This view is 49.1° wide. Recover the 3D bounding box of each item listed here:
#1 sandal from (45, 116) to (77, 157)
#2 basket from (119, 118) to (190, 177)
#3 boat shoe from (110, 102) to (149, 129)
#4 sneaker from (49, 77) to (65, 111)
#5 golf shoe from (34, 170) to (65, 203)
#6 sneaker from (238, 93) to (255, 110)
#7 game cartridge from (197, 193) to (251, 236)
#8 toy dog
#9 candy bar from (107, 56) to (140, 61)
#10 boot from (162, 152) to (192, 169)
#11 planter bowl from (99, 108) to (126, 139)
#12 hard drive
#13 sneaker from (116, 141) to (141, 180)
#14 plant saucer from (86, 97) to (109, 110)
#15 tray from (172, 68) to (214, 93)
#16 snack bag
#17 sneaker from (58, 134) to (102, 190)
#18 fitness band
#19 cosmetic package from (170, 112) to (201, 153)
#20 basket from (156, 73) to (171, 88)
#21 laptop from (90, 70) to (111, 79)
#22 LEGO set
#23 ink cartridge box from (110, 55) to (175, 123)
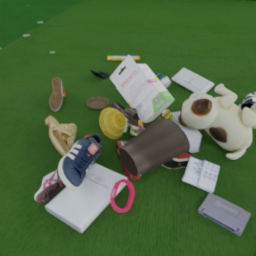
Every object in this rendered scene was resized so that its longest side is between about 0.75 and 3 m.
[{"bbox_3d":[-2.517,0.100,11.064,0.941,1.049,2.860,-43,40,1],"label":"sandal"},{"bbox_3d":[0.747,0.670,9.284,1.900,1.292,1.713,-28,37,-22],"label":"basket"},{"bbox_3d":[0.016,-0.526,11.841,2.032,0.745,0.757,27,11,19],"label":"boat shoe"},{"bbox_3d":[-3.488,-1.489,13.895,0.638,1.007,1.791,1,67,-3],"label":"sneaker"},{"bbox_3d":[-2.627,1.927,9.354,0.706,0.556,1.532,13,30,23],"label":"golf shoe"},{"bbox_3d":[6.097,-0.709,12.403,1.668,1.023,2.563,-27,45,-29],"label":"sneaker"},{"bbox_3d":[2.964,2.632,8.656,1.366,0.262,0.885,25,40,29],"label":"game cartridge"},{"bbox_3d":[3.308,-0.314,10.784,2.804,1.956,2.718,24,71,-13],"label":"toy dog"},{"bbox_3d":[-0.275,-4.486,18.029,2.135,0.237,0.532,0,38,1],"label":"candy bar"},{"bbox_3d":[1.824,1.152,10.527,1.163,0.421,0.839,-2,23,9],"label":"boot"},{"bbox_3d":[-0.429,-0.216,10.124,0.492,1.180,1.180,-16,19,46],"label":"planter bowl"},{"bbox_3d":[-1.297,2.161,9.126,1.532,0.310,2.322,19,41,30],"label":"hard drive"},{"bbox_3d":[0.128,1.084,10.252,0.803,0.761,1.956,-8,39,-13],"label":"sneaker"},{"bbox_3d":[-1.490,-1.189,13.739,1.109,0.163,1.109,0,36,0],"label":"plant saucer"},{"bbox_3d":[3.405,-2.508,14.829,1.097,0.227,2.044,-43,59,-17],"label":"tray"},{"bbox_3d":[2.526,1.579,9.712,1.122,0.120,1.058,22,60,9],"label":"snack bag"},{"bbox_3d":[-1.500,0.975,9.553,1.127,1.000,2.668,-34,21,19],"label":"sneaker"},{"bbox_3d":[-0.180,2.153,8.898,0.201,0.773,1.076,-28,30,44],"label":"fitness band"},{"bbox_3d":[2.282,0.153,11.378,0.614,0.874,1.724,-8,39,-11],"label":"cosmetic package"},{"bbox_3d":[1.778,-2.518,15.035,0.782,0.617,0.887,-30,77,-34],"label":"basket"},{"bbox_3d":[-1.585,-3.158,16.069,0.829,0.483,0.936,28,45,31],"label":"laptop"},{"bbox_3d":[0.775,-0.080,10.945,2.083,0.958,0.775,-11,5,5],"label":"LEGO set"},{"bbox_3d":[0.568,-1.713,12.250,2.658,1.557,0.895,54,32,12],"label":"ink cartridge box"}]
